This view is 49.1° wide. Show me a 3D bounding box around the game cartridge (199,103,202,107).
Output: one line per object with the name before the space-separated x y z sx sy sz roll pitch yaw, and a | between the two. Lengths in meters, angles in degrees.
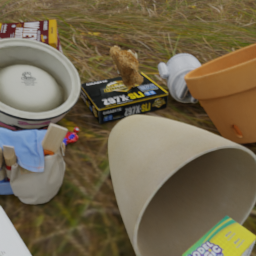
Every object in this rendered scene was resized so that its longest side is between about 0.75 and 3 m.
game cartridge | 3.440 -0.811 9.384 1.637 0.266 1.443 -20 39 -28

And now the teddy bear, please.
teddy bear | -0.028 -1.892 8.645 0.632 1.893 1.373 -31 67 -4

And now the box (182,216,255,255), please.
box | 0.719 2.341 3.730 2.319 1.361 0.561 -26 42 -33

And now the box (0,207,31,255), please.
box | -1.281 2.538 2.759 1.472 2.108 2.768 -26 42 -33

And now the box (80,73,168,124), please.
box | -0.184 -1.093 9.511 2.453 0.605 1.959 -14 38 -20

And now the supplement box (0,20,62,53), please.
supplement box | -3.435 -2.556 10.052 2.039 2.011 1.354 -7 53 -6

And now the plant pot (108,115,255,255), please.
plant pot | 0.638 0.779 5.327 2.386 2.386 2.548 -14 31 -20

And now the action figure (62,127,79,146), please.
action figure | -1.772 0.393 7.545 0.484 0.382 1.479 13 33 22

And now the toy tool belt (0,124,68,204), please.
toy tool belt | -2.664 0.536 5.816 2.729 1.677 1.704 2 38 -12

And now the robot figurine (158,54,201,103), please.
robot figurine | 2.004 -1.772 9.840 1.984 1.321 2.339 17 32 -13

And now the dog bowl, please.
dog bowl | -2.876 -1.152 7.987 2.896 1.068 2.896 14 53 -19

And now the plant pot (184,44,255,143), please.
plant pot | 3.192 -0.927 7.323 2.920 2.044 2.920 -22 11 5
